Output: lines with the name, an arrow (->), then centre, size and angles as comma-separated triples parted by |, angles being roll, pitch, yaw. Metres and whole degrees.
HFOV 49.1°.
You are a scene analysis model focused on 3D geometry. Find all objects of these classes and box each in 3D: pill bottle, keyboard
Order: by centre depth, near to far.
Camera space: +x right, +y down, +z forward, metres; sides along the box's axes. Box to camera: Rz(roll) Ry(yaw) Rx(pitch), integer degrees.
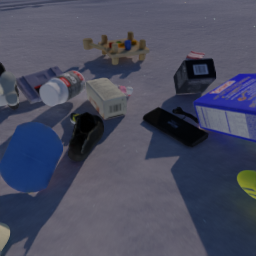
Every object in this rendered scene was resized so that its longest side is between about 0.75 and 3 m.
keyboard -> 1.616, -0.150, 9.011 | 1.373, 0.223, 2.161 | -30, 44, -28
pill bottle -> -2.284, -1.397, 9.848 | 0.902, 0.902, 1.583 | 14, 30, 20

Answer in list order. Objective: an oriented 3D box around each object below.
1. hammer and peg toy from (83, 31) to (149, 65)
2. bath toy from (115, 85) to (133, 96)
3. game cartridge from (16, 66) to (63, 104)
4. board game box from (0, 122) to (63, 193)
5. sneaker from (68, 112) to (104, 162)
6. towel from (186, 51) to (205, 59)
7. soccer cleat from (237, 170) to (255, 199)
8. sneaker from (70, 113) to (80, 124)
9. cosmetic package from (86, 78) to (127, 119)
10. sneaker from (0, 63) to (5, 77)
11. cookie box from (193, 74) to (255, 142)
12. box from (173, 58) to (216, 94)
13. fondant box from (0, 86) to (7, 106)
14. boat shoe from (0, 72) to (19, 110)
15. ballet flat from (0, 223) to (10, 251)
hammer and peg toy -> -0.636, -3.951, 14.054 | 2.938, 1.036, 2.161 | -14, 38, -21
bath toy -> -0.246, -1.487, 10.925 | 0.925, 0.342, 0.402 | 13, 36, 21
game cartridge -> -3.198, -1.691, 10.803 | 1.853, 0.356, 1.201 | -29, 67, -36
board game box -> -2.308, 0.722, 6.866 | 1.334, 1.688, 0.329 | 22, -3, 10
sneaker -> -1.083, 0.030, 7.715 | 0.703, 1.221, 2.342 | 22, 38, 0
towel -> 3.551, -3.810, 14.657 | 0.740, 0.117, 1.027 | 16, 37, 22
soccer cleat -> 3.093, 1.464, 5.783 | 1.815, 0.587, 0.759 | 41, 5, 30
sneaker -> -1.605, -0.302, 9.057 | 0.356, 0.405, 0.956 | -18, 37, -27
cosmetic package -> -0.799, -1.077, 9.923 | 0.885, 0.747, 1.713 | -15, 37, -20
sneaker -> -6.409, -1.942, 11.214 | 2.852, 1.080, 1.249 | -8, 45, -2
cookie box -> 3.744, -0.666, 8.061 | 2.364, 1.038, 2.763 | -31, 26, -23
box -> 2.438, -1.886, 10.418 | 1.087, 1.465, 0.784 | -5, 77, -8
fondant box -> -5.140, -1.245, 10.484 | 1.024, 0.413, 1.419 | -13, 35, -19
boat shoe -> -4.209, -1.342, 10.043 | 0.549, 0.448, 1.485 | -17, 67, -19
ballet flat -> -3.120, 2.352, 4.623 | 0.893, 0.893, 2.571 | 18, 37, 25
